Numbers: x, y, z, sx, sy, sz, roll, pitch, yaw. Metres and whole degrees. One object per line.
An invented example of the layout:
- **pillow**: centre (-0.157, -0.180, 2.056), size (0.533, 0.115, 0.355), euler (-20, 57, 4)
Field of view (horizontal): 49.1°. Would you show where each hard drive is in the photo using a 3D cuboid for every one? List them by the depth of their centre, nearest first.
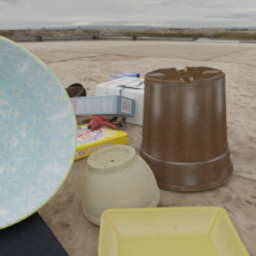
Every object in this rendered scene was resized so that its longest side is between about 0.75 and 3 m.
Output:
- **hard drive**: centre (-2.140, 2.020, 3.494), size (2.771, 0.586, 1.869), euler (-15, 26, -34)

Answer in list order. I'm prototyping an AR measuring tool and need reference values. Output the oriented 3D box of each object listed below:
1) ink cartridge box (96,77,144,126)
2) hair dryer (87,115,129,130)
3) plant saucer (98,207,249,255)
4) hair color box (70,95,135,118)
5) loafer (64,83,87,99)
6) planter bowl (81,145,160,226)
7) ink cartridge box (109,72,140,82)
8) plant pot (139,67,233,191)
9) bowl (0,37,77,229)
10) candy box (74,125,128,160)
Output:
- **ink cartridge box**: centre (0.519, -1.019, 10.431), size (2.894, 1.212, 2.088), euler (13, 25, 29)
- **hair dryer**: centre (-0.667, -0.157, 8.366), size (1.235, 0.335, 0.940), euler (-11, 21, -27)
- **plant saucer**: centre (0.613, 1.934, 3.824), size (2.048, 0.496, 2.048), euler (-1, 22, -2)
- **hair color box**: centre (-0.904, -0.683, 9.417), size (2.084, 0.632, 1.032), euler (1, -3, 36)
- **loafer**: centre (-2.260, -1.111, 10.401), size (0.928, 0.907, 2.542), euler (0, 34, 14)
- **planter bowl**: centre (-0.217, 0.954, 5.304), size (1.521, 1.024, 1.521), euler (-9, 21, 3)
- **ink cartridge box**: centre (-0.049, -1.957, 12.986), size (1.615, 1.102, 0.617), euler (-18, 27, -38)
- **plant pot**: centre (1.273, -0.149, 6.528), size (2.331, 2.308, 2.331), euler (-4, 21, 2)
- **bowl**: centre (-2.492, 0.131, 4.509), size (2.943, 2.943, 1.584), euler (-19, 0, -40)
- **candy box**: centre (-1.617, 0.432, 7.848), size (2.956, 0.390, 1.511), euler (-15, 27, -34)
